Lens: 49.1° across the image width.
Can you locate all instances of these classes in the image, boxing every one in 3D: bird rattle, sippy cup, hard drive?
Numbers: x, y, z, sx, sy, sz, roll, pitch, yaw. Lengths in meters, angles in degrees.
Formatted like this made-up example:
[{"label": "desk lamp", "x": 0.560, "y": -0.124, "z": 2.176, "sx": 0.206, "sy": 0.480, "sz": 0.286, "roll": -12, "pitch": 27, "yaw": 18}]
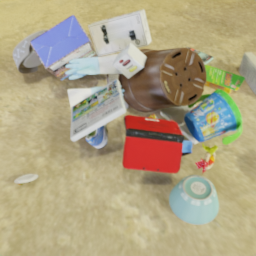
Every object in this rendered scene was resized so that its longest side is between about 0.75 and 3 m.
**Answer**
[{"label": "bird rattle", "x": 2.382, "y": 0.941, "z": 8.250, "sx": 0.513, "sy": 0.743, "sz": 0.911, "roll": 5, "pitch": 70, "yaw": 39}, {"label": "sippy cup", "x": 2.914, "y": -0.310, "z": 9.976, "sx": 1.550, "sy": 1.661, "sz": 2.115, "roll": -29, "pitch": 9, "yaw": -3}, {"label": "hard drive", "x": 2.509, "y": -0.332, "z": 11.385, "sx": 1.393, "sy": 0.282, "sz": 2.111, "roll": -28, "pitch": 50, "yaw": -19}]

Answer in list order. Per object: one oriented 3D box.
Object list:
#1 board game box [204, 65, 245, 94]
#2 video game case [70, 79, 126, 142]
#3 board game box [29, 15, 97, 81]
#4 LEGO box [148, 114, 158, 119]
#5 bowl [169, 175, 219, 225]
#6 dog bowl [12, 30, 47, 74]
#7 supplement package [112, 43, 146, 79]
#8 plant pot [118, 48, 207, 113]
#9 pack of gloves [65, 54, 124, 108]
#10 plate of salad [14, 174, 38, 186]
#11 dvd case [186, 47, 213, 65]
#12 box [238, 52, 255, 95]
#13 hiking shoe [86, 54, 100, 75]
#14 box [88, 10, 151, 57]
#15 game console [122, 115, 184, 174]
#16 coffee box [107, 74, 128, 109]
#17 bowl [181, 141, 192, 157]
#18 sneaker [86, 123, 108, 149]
[{"label": "board game box", "x": 4.114, "y": -2.479, "z": 13.681, "sx": 2.808, "sy": 0.421, "sz": 1.341, "roll": 24, "pitch": 49, "yaw": 26}, {"label": "video game case", "x": -0.997, "y": -0.583, "z": 8.755, "sx": 1.877, "sy": 0.207, "sz": 1.711, "roll": -29, "pitch": 38, "yaw": 14}, {"label": "board game box", "x": -2.587, "y": -3.263, "z": 11.862, "sx": 2.051, "sy": 2.573, "sz": 1.246, "roll": -32, "pitch": 90, "yaw": -1}, {"label": "LEGO box", "x": 1.105, "y": 0.016, "z": 10.545, "sx": 0.381, "sy": 0.735, "sz": 0.987, "roll": -36, "pitch": 28, "yaw": 12}, {"label": "bowl", "x": 2.050, "y": 2.052, "z": 8.545, "sx": 1.543, "sy": 0.807, "sz": 1.543, "roll": -1, "pitch": 43, "yaw": 1}, {"label": "dog bowl", "x": -4.196, "y": -3.598, "z": 13.144, "sx": 2.579, "sy": 2.579, "sz": 0.756, "roll": -35, "pitch": 91, "yaw": -31}, {"label": "supplement package", "x": 0.053, "y": -2.370, "z": 9.969, "sx": 0.799, "sy": 0.835, "sz": 0.614, "roll": 36, "pitch": 47, "yaw": -24}, {"label": "plant pot", "x": 1.352, "y": -1.823, "z": 10.634, "sx": 2.649, "sy": 2.649, "sz": 2.623, "roll": -23, "pitch": 16, "yaw": -23}, {"label": "pack of gloves", "x": -1.214, "y": -1.731, "z": 10.538, "sx": 2.196, "sy": 1.845, "sz": 0.433, "roll": -10, "pitch": 14, "yaw": -10}, {"label": "plate of salad", "x": -3.326, "y": 1.700, "z": 9.170, "sx": 0.761, "sy": 0.183, "sz": 0.761, "roll": -8, "pitch": 11, "yaw": 1}, {"label": "dvd case", "x": 3.574, "y": -3.884, "z": 15.321, "sx": 1.744, "sy": 0.192, "sz": 1.273, "roll": 31, "pitch": 51, "yaw": 30}, {"label": "box", "x": 6.206, "y": -2.525, "z": 13.211, "sx": 0.916, "sy": 1.119, "sz": 2.356, "roll": -4, "pitch": 45, "yaw": -5}, {"label": "hiking shoe", "x": -1.491, "y": -3.212, "z": 13.560, "sx": 2.637, "sy": 1.143, "sz": 0.981, "roll": -5, "pitch": 7, "yaw": 2}, {"label": "box", "x": -0.372, "y": -4.255, "z": 12.634, "sx": 2.540, "sy": 1.482, "sz": 0.764, "roll": -7, "pitch": 28, "yaw": 23}, {"label": "game console", "x": 0.681, "y": 0.453, "z": 8.365, "sx": 1.725, "sy": 1.024, "sz": 1.486, "roll": 8, "pitch": 29, "yaw": -10}, {"label": "coffee box", "x": -0.483, "y": -1.676, "z": 12.403, "sx": 0.666, "sy": 0.955, "sz": 1.671, "roll": -8, "pitch": 42, "yaw": -10}, {"label": "bowl", "x": 1.174, "y": 0.805, "z": 9.204, "sx": 1.910, "sy": 1.910, "sz": 0.375, "roll": -7, "pitch": 78, "yaw": -7}, {"label": "sneaker", "x": -1.157, "y": -0.341, "z": 10.106, "sx": 0.799, "sy": 0.813, "sz": 2.112, "roll": -15, "pitch": 69, "yaw": 25}]
